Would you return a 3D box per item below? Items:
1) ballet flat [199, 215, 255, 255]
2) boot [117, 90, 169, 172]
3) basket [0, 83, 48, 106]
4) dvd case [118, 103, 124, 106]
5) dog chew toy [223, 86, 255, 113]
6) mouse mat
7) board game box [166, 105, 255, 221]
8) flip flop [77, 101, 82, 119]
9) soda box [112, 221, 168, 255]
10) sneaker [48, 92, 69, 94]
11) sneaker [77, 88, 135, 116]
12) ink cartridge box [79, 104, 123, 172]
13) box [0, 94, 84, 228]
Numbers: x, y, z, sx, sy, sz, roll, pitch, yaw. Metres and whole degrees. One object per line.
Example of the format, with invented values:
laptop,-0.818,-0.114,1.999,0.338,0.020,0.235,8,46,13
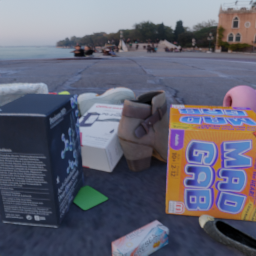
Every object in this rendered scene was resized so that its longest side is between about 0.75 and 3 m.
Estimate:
ballet flat,1.981,1.939,5.040,0.522,0.446,1.569,-16,24,-39
boot,0.889,-0.033,8.246,1.031,2.147,2.936,16,24,40
basket,-3.833,-0.316,9.049,2.241,2.221,1.802,-13,20,-34
dvd case,0.162,-0.993,14.198,1.981,0.213,2.664,-15,24,-38
dog chew toy,5.569,-0.997,12.337,2.545,1.585,1.585,4,18,-10
mouse mat,-0.988,1.635,6.609,0.723,0.034,0.898,-16,25,-40
board game box,1.899,0.663,6.447,1.958,1.956,1.956,3,19,8
flip flop,-2.111,-0.920,12.785,1.134,0.805,2.795,-6,25,-1
soda box,0.227,2.035,4.942,1.039,0.330,0.355,-14,23,-34
sneaker,-3.485,-1.119,11.298,1.141,1.318,2.919,1,22,38
sneaker,-0.868,-0.929,11.799,2.444,1.124,0.925,-10,-24,3
ink cartridge box,-0.789,0.192,8.583,1.579,0.920,2.182,7,37,24
box,-1.861,0.579,6.043,1.265,2.362,1.753,1,20,8
